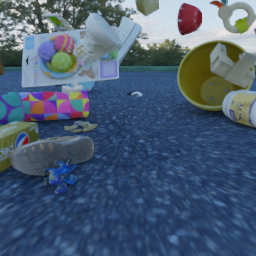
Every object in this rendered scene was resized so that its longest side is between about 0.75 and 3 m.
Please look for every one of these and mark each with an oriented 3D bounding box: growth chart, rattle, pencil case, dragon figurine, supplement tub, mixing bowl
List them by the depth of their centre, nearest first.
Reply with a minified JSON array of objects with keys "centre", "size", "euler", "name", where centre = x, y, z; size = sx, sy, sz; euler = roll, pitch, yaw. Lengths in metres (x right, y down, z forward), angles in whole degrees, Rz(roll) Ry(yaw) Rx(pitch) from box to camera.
[{"centre":[-1.131,0.826,5.117],"size":[0.597,0.353,1.200],"euler":[6,17,22],"name":"dragon figurine"},{"centre":[1.639,-2.801,7.224],"size":[0.437,0.806,0.806],"euler":[13,20,32],"name":"mixing bowl"},{"centre":[-4.342,-0.270,7.541],"size":[2.807,1.195,1.297],"euler":[-11,34,-36],"name":"pencil case"},{"centre":[3.936,-0.639,9.090],"size":[1.091,1.091,1.501],"euler":[-6,16,-21],"name":"supplement tub"},{"centre":[-2.557,-0.788,9.723],"size":[2.479,1.096,1.096],"euler":[-5,16,-19],"name":"pencil case"},{"centre":[3.664,-4.157,9.905],"size":[1.651,1.075,1.180],"euler":[30,54,0],"name":"rattle"},{"centre":[-2.713,-4.171,11.639],"size":[1.170,0.143,1.616],"euler":[10,-22,43],"name":"growth chart"}]

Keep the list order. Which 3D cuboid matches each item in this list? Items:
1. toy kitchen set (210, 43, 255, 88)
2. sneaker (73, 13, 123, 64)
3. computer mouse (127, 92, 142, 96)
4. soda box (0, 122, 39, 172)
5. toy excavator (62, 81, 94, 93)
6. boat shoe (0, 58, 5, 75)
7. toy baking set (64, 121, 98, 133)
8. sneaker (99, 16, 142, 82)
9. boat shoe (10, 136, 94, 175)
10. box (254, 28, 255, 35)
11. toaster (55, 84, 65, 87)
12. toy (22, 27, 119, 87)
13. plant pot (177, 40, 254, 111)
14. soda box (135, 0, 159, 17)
[{"centre":[3.609,-2.277,9.306],"size":[1.317,1.074,1.188],"euler":[23,44,-10],"name":"toy kitchen set"},{"centre":[-0.757,-1.770,5.953],"size":[1.025,0.653,1.774],"euler":[-27,-1,12],"name":"sneaker"},{"centre":[0.389,-1.877,15.297],"size":[0.943,0.207,0.517],"euler":[13,18,39],"name":"computer mouse"},{"centre":[-2.707,0.432,5.895],"size":[0.658,0.696,2.055],"euler":[4,15,14],"name":"soda box"},{"centre":[-2.853,-2.501,15.957],"size":[2.574,1.322,2.648],"euler":[-11,28,-33],"name":"toy excavator"},{"centre":[-3.452,-1.684,6.564],"size":[0.796,0.797,2.264],"euler":[-20,1,-16],"name":"boat shoe"},{"centre":[-1.459,-0.082,8.837],"size":[0.938,0.142,1.222],"euler":[8,17,28],"name":"toy baking set"},{"centre":[-0.469,-2.536,8.988],"size":[0.833,2.352,0.859],"euler":[33,-16,-4],"name":"sneaker"},{"centre":[-1.566,0.522,5.776],"size":[0.660,0.696,1.839],"euler":[9,8,42],"name":"boat shoe"},{"centre":[4.060,-2.487,8.352],"size":[0.188,0.596,1.082],"euler":[-23,43,26],"name":"box"},{"centre":[-2.102,-2.630,10.404],"size":[1.888,1.707,1.120],"euler":[-17,22,-9],"name":"toaster"},{"centre":[-1.786,-2.208,8.219],"size":[2.968,1.709,0.701],"euler":[-3,-13,3],"name":"toy"},{"centre":[3.524,-1.795,11.257],"size":[2.732,2.732,1.939],"euler":[7,-12,23],"name":"plant pot"},{"centre":[0.337,-2.916,5.726],"size":[0.388,1.146,0.367],"euler":[-34,56,-11],"name":"soda box"}]
